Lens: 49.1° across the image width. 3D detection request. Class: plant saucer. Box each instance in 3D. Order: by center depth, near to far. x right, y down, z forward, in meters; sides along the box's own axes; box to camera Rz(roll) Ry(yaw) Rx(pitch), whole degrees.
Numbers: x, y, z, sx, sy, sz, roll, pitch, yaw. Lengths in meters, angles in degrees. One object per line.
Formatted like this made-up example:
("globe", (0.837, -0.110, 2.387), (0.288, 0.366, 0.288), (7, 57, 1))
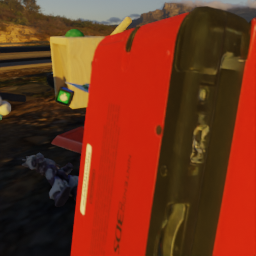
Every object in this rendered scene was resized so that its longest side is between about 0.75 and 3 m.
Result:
("plant saucer", (-1.058, 0.233, 6.518), (1.040, 0.191, 1.038), (13, 23, 33))

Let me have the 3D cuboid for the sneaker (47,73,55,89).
("sneaker", (-2.465, -1.969, 12.186), (1.918, 0.725, 1.108), (13, 16, 5))

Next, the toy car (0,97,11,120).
("toy car", (-3.797, -0.509, 7.689), (0.833, 0.714, 0.952), (3, -23, 19))

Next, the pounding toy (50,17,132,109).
("pounding toy", (-1.358, -2.354, 9.828), (2.022, 2.844, 2.618), (-10, 22, -27))

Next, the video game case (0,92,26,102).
("video game case", (-4.709, -1.039, 8.923), (1.855, 0.262, 2.053), (5, 3, 32))

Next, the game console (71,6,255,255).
("game console", (0.630, 0.621, 2.091), (1.483, 2.499, 2.154), (4, 8, -29))

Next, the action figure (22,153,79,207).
("action figure", (-1.202, 0.737, 4.593), (0.845, 0.451, 1.299), (12, 15, -47))

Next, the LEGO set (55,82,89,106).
("LEGO set", (-0.139, -0.263, 5.849), (2.221, 0.730, 2.973), (26, 12, 23))
